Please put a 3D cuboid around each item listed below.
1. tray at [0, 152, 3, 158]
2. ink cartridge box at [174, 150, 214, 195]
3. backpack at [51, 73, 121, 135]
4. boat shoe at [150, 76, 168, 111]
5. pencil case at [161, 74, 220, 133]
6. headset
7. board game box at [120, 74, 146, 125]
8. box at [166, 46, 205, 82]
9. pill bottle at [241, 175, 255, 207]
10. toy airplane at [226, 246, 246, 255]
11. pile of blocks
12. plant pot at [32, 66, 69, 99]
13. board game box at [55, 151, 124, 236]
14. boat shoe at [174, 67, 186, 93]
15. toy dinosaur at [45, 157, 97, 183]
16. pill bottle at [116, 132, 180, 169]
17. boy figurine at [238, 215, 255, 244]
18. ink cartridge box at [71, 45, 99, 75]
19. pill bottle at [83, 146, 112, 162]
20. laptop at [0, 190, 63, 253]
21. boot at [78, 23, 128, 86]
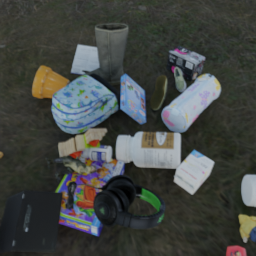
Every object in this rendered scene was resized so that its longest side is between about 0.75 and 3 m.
[{"bbox_3d":[-5.102,1.238,10.364,0.444,0.167,0.901,16,50,13],"label":"tray"},{"bbox_3d":[2.196,1.567,9.622,0.818,0.797,1.273,34,56,27],"label":"ink cartridge box"},{"bbox_3d":[-1.815,-0.978,11.412,2.707,2.081,2.208,-42,65,-15],"label":"backpack"},{"bbox_3d":[1.470,-1.494,12.517,0.630,0.579,1.762,-2,63,33],"label":"boat shoe"},{"bbox_3d":[2.667,-1.060,11.661,1.232,1.345,2.965,42,60,11],"label":"pencil case"},{"bbox_3d":[-0.412,2.140,7.818,2.816,1.323,1.739,16,15,10],"label":"headset"},{"bbox_3d":[0.218,-1.203,11.761,0.325,1.345,1.779,-26,46,30],"label":"board game box"},{"bbox_3d":[2.825,-3.201,13.813,1.580,1.044,0.906,34,53,28],"label":"box"},{"bbox_3d":[4.933,2.037,8.846,2.352,1.305,1.305,3,48,2],"label":"pill bottle"},{"bbox_3d":[2.310,4.432,7.164,2.702,0.497,2.702,0,63,0],"label":"toy airplane"},{"bbox_3d":[-1.497,0.629,9.204,2.031,0.834,0.631,-23,70,32],"label":"pile of blocks"},{"bbox_3d":[-3.390,-1.889,12.529,1.305,1.425,1.425,17,48,-6],"label":"plant pot"},{"bbox_3d":[-1.317,2.022,9.210,1.721,0.573,2.559,13,45,10],"label":"board game box"},{"bbox_3d":[2.383,-2.270,13.210,0.463,0.399,1.285,-24,59,28],"label":"boat shoe"},{"bbox_3d":[-2.015,1.212,9.188,1.090,0.587,2.474,-16,24,-37],"label":"toy dinosaur"},{"bbox_3d":[0.737,0.780,9.983,2.209,1.263,1.263,1,47,10],"label":"pill bottle"},{"bbox_3d":[3.603,2.975,8.203,0.422,1.309,0.814,34,93,-6],"label":"boy figurine"},{"bbox_3d":[-1.979,-3.344,14.241,1.587,0.323,1.590,12,80,9],"label":"ink cartridge box"},{"bbox_3d":[-1.052,0.864,9.590,0.896,0.537,0.537,5,47,11],"label":"pill bottle"},{"bbox_3d":[-2.949,2.824,8.332,1.782,1.033,1.669,6,60,-9],"label":"laptop"},{"bbox_3d":[-1.236,-3.133,12.520,2.589,2.847,1.033,-15,55,-12],"label":"boot"}]
